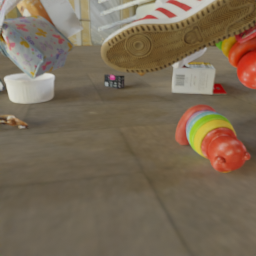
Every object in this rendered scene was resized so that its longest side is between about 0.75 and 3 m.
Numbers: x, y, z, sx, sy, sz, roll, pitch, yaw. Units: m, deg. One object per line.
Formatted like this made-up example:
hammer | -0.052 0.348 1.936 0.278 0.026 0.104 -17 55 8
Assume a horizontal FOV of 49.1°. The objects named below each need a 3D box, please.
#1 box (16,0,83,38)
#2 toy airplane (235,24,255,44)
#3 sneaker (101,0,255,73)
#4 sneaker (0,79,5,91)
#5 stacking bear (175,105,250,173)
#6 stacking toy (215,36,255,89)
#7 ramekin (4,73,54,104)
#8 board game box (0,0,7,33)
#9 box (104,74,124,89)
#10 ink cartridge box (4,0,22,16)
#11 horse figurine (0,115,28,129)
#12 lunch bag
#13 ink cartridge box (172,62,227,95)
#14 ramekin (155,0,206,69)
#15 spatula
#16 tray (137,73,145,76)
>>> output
box | -2.749 -3.913 9.666 1.476 1.939 1.031 -4 33 48
toy airplane | 2.518 -2.219 4.969 1.634 1.634 0.300 16 1 37
sneaker | 0.862 -2.144 5.288 2.928 1.043 1.646 -16 49 18
sneaker | -6.517 -1.929 12.395 2.577 0.976 0.993 10 41 29
stacking bear | 1.824 0.276 5.931 1.106 1.036 1.822 -3 25 -8
stacking toy | 2.463 -2.094 6.286 1.243 1.243 2.912 -5 55 -14
ramekin | -3.862 -1.597 11.146 1.881 0.917 1.881 0 20 0
board game box | -3.146 -2.341 6.087 0.580 2.875 2.200 17 56 -25
box | -0.659 -2.234 13.417 0.898 0.594 0.515 17 21 40
ink cartridge box | -3.796 -3.580 7.956 1.727 0.438 1.960 -45 15 -4
horse figurine | -3.491 -0.195 8.090 0.791 0.298 1.193 -2 10 -44
lunch bag | -2.923 -2.593 8.557 1.879 1.195 1.593 43 37 -1
ink cartridge box | 3.283 -2.365 12.994 2.347 1.121 2.674 4 20 9
ramekin | 1.720 -3.157 9.069 1.064 2.284 2.284 -19 21 0
spatula | -0.050 -4.649 10.661 2.689 1.870 0.216 -8 -15 26
tray | 0.164 -2.015 7.455 0.627 0.235 1.270 27 46 -34
